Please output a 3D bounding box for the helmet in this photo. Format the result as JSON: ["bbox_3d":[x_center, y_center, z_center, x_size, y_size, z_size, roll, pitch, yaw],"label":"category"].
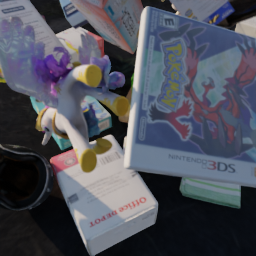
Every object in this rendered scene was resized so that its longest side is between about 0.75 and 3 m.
[{"bbox_3d":[-2.431,1.108,6.195,1.520,1.449,1.520,-29,46,36],"label":"helmet"}]

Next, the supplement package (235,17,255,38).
[{"bbox_3d":[5.280,-3.335,10.428,1.988,1.529,2.079,33,56,28],"label":"supplement package"}]

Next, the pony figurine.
[{"bbox_3d":[-0.980,-0.574,4.520,1.890,2.191,2.270,-4,14,-38],"label":"pony figurine"}]

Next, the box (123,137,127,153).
[{"bbox_3d":[0.450,0.686,7.165,1.155,0.650,0.586,3,46,5],"label":"box"}]

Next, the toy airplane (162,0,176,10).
[{"bbox_3d":[1.721,-4.090,8.519,1.632,1.152,1.625,34,47,12],"label":"toy airplane"}]

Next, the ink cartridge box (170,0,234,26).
[{"bbox_3d":[1.497,-2.987,6.263,1.648,0.984,0.346,47,29,-15],"label":"ink cartridge box"}]

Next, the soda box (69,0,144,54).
[{"bbox_3d":[-0.321,-2.437,5.786,0.931,2.723,0.866,30,95,11],"label":"soda box"}]

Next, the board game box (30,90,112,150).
[{"bbox_3d":[-1.746,-0.501,8.415,1.615,0.502,2.139,-26,51,-23],"label":"board game box"}]

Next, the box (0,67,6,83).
[{"bbox_3d":[-3.346,-1.439,7.252,0.932,0.226,0.547,38,19,24],"label":"box"}]

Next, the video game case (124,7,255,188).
[{"bbox_3d":[0.976,-0.380,3.585,1.881,0.237,2.065,10,76,-14],"label":"video game case"}]

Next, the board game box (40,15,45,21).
[{"bbox_3d":[-3.004,-3.279,9.016,0.798,0.173,0.794,-12,81,-42],"label":"board game box"}]

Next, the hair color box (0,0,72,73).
[{"bbox_3d":[-2.777,-2.394,6.656,2.772,0.839,1.386,53,38,-10],"label":"hair color box"}]

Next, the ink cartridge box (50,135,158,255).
[{"bbox_3d":[-0.586,1.404,6.278,1.616,0.913,2.205,-21,49,-19],"label":"ink cartridge box"}]

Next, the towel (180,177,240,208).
[{"bbox_3d":[2.117,1.039,7.128,1.410,0.216,1.849,11,47,9],"label":"towel"}]

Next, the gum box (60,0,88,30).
[{"bbox_3d":[-0.931,-4.128,7.224,2.136,0.560,2.515,-24,74,9],"label":"gum box"}]

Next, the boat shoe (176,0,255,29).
[{"bbox_3d":[2.596,-3.162,7.505,2.985,1.072,0.889,-16,54,27],"label":"boat shoe"}]

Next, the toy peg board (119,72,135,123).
[{"bbox_3d":[1.534,-1.384,8.614,2.955,1.445,2.943,13,48,12],"label":"toy peg board"}]

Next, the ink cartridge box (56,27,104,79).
[{"bbox_3d":[-2.350,-2.693,10.266,1.532,0.888,2.631,33,54,28],"label":"ink cartridge box"}]
